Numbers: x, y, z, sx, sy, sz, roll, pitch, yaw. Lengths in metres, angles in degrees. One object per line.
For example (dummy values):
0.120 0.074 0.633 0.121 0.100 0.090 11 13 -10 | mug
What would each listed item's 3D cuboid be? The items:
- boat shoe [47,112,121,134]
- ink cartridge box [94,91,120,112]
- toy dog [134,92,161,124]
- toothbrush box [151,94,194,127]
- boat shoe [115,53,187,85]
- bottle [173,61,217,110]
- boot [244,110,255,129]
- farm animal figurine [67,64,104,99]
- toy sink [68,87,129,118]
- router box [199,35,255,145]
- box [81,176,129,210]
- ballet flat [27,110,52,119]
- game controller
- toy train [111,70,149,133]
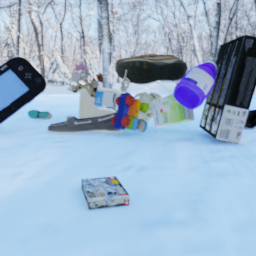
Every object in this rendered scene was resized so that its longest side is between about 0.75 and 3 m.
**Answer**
-1.518 -0.211 9.954 2.647 0.754 0.885 -1 9 -4 | boat shoe
-0.597 -1.062 11.821 1.440 0.606 1.041 8 -7 9 | ink cartridge box
0.686 -0.674 11.141 1.295 1.336 0.932 11 30 -28 | toy dog
1.461 -0.584 9.271 0.555 0.939 1.290 0 -9 -41 | toothbrush box
0.787 -2.173 9.998 2.563 0.970 0.947 -1 41 -15 | boat shoe
2.035 -1.331 8.058 0.870 0.680 2.082 37 46 5 | bottle
4.843 -0.461 11.488 1.952 0.746 1.640 -14 11 -32 | boot
-1.674 -1.825 11.483 1.519 1.227 0.764 11 36 -45 | farm animal figurine
-1.518 -1.234 14.156 2.709 1.518 1.766 8 11 18 | toy sink
3.061 -1.160 8.516 0.740 2.900 2.163 12 10 -1 | router box
-0.375 0.967 4.275 0.590 0.172 0.862 -2 9 -15 | box
-4.399 -0.612 13.991 1.380 0.465 0.440 5 -17 26 | ballet flat
-4.229 -1.080 9.229 2.978 1.553 0.627 -44 9 -22 | game controller
0.227 -0.829 9.331 1.129 1.951 0.826 14 -5 -31 | toy train
